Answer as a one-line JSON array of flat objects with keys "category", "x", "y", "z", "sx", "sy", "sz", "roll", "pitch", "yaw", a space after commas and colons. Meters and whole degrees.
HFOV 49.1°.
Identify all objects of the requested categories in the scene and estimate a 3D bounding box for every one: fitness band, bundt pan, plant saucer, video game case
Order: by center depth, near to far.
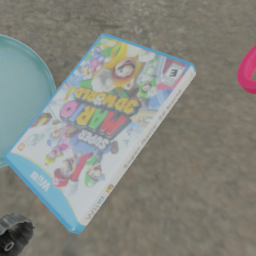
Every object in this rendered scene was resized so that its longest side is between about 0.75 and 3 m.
[{"category": "video game case", "x": -0.512, "y": -0.146, "z": 4.071, "sx": 1.866, "sy": 0.232, "sz": 2.607, "roll": 31, "pitch": 81, "yaw": 35}, {"category": "bundt pan", "x": -1.888, "y": 1.681, "z": 4.221, "sx": 0.351, "sy": 0.935, "sz": 0.935, "roll": 31, "pitch": 65, "yaw": 25}, {"category": "plant saucer", "x": -2.890, "y": -0.549, "z": 5.871, "sx": 2.786, "sy": 0.382, "sz": 2.786, "roll": 0, "pitch": 87, "yaw": -6}, {"category": "fitness band", "x": 3.681, "y": -1.520, "z": 5.952, "sx": 0.517, "sy": 2.762, "sz": 1.984, "roll": 39, "pitch": 66, "yaw": -25}]
